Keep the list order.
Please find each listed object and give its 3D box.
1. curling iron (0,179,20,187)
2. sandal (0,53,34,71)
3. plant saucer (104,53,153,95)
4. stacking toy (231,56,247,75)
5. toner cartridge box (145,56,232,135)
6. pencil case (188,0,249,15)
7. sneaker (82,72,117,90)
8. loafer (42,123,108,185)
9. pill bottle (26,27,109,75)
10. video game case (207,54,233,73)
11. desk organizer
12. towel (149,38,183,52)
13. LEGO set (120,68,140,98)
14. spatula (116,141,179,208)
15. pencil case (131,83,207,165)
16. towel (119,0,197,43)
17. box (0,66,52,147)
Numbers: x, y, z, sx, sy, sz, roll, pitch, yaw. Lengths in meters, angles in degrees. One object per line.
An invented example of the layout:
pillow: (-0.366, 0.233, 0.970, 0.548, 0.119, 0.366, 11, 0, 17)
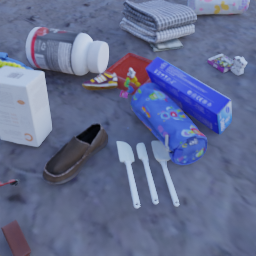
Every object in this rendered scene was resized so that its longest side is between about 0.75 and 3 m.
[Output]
curling iron: (-3.233, 1.475, 7.084, 0.947, 0.235, 0.121, -12, 31, -18)
sandal: (-4.073, -2.056, 10.013, 2.771, 1.101, 1.207, 25, 35, 12)
plant saucer: (0.253, -2.116, 10.564, 2.028, 0.372, 2.024, 26, 51, 24)
stacking toy: (5.528, -2.045, 10.301, 2.133, 0.665, 2.829, -23, 51, -20)
toner cartridge box: (1.864, -1.047, 8.769, 0.614, 1.351, 2.845, -47, 59, -5)
pencil case: (4.491, -6.377, 14.045, 2.963, 1.232, 1.344, -2, 55, -2)
sneaker: (-1.013, -1.673, 9.902, 1.238, 0.464, 0.558, -4, 81, -15)
loafer: (-1.458, 0.581, 7.649, 0.820, 0.797, 2.246, 27, 53, 24)
pill bottle: (-2.194, -2.798, 10.407, 2.750, 1.522, 1.522, 12, 47, 12)
video game case: (3.771, -2.589, 11.155, 0.822, 0.162, 0.907, -24, 51, -22)
desk organizer: (-2.435, 2.504, 6.149, 0.343, 0.320, 0.891, -26, 52, -26)
towel: (1.557, -3.810, 12.281, 1.353, 0.234, 1.303, -11, 47, -9)
LEGO set: (0.129, -1.351, 8.894, 0.371, 0.973, 0.399, -6, 37, -44)
spatula: (0.558, 1.125, 7.372, 1.471, 0.170, 2.116, 4, 43, -19)
pencil case: (1.072, -0.162, 8.140, 1.227, 1.103, 2.826, -7, 43, -30)
towel: (1.286, -4.923, 12.502, 2.332, 1.205, 2.816, -25, 47, -27)
box: (-3.003, -0.590, 7.895, 1.221, 1.962, 0.956, 11, 37, 10)
